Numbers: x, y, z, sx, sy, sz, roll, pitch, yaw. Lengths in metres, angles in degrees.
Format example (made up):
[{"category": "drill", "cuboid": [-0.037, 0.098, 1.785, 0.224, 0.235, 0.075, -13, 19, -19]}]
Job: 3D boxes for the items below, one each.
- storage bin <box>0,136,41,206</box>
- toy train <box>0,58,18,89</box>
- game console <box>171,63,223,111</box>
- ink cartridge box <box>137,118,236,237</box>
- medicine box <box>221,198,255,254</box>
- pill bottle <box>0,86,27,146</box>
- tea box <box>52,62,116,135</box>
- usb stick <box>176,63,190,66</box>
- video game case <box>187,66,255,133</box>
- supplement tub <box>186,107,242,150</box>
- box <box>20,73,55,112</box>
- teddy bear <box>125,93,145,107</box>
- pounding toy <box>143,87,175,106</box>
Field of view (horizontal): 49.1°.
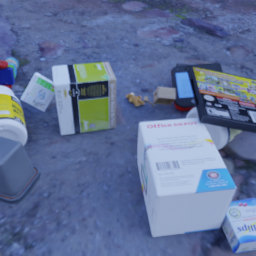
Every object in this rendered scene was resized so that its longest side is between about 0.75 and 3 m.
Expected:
[{"category": "storage bin", "cuboid": [-3.791, 1.040, 7.741, 2.183, 1.466, 1.589, 14, 43, 16]}, {"category": "toy train", "cuboid": [-6.224, -2.470, 11.921, 2.865, 1.213, 1.658, 0, 33, -7]}, {"category": "game console", "cuboid": [2.829, -1.695, 11.186, 2.118, 0.372, 2.395, -6, 52, 10]}, {"category": "ink cartridge box", "cuboid": [1.295, 1.190, 7.304, 1.786, 1.778, 2.435, -4, 41, -5]}, {"category": "medicine box", "cuboid": [2.889, 2.384, 6.873, 0.989, 0.559, 1.086, -7, 41, -7]}, {"category": "pill bottle", "cuboid": [-4.250, -0.370, 9.427, 1.360, 1.360, 2.444, -15, 44, -17]}, {"category": "tea box", "cuboid": [-1.472, -1.011, 9.607, 1.969, 2.002, 1.337, -6, 39, -12]}, {"category": "usb stick", "cuboid": [3.027, -2.778, 13.036, 1.584, 0.258, 0.439, 8, 41, 9]}, {"category": "video game case", "cuboid": [3.138, -0.841, 8.357, 2.539, 0.324, 2.295, 10, 46, -11]}, {"category": "supplement tub", "cuboid": [3.099, -0.341, 9.259, 2.098, 1.521, 1.521, -30, 49, -30]}, {"category": "box", "cuboid": [-3.196, -1.301, 10.177, 0.945, 1.071, 0.518, 30, 9, -18]}, {"category": "teddy bear", "cuboid": [0.282, -1.137, 11.131, 0.634, 0.292, 0.874, -10, 42, -15]}, {"category": "pounding toy", "cuboid": [1.122, -1.189, 10.614, 1.090, 0.958, 0.499, 4, 74, -8]}]
